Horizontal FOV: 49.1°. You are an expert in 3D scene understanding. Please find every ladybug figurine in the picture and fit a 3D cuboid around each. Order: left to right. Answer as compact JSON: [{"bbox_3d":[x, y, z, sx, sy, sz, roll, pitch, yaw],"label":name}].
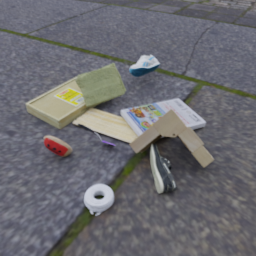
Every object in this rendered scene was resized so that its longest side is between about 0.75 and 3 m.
[{"bbox_3d":[-2.223,0.592,8.744,0.996,0.676,0.358,34,61,-23],"label":"ladybug figurine"}]

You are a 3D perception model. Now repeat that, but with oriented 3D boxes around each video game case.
[{"bbox_3d":[1.252,-0.352,10.208,2.547,0.230,1.824,-13,40,-22],"label":"video game case"}]

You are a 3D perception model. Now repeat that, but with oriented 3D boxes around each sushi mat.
[{"bbox_3d":[-0.619,-0.119,10.152,2.600,0.157,1.244,18,41,21],"label":"sushi mat"}]

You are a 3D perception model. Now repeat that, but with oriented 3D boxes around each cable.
[{"bbox_3d":[-0.789,1.874,7.523,0.803,0.278,0.803,-25,45,-28],"label":"cable"}]

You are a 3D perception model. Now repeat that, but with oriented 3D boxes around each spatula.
[{"bbox_3d":[-1.047,0.239,9.200,1.415,0.400,0.145,34,86,-4],"label":"spatula"}]

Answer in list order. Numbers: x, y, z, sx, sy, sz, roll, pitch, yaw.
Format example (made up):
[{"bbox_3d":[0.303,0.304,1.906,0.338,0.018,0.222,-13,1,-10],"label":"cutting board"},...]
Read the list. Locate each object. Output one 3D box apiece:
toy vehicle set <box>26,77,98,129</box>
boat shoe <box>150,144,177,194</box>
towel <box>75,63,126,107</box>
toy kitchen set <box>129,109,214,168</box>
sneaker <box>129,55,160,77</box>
[{"bbox_3d":[-2.290,-1.157,11.282,1.858,0.396,2.991,25,45,29],"label":"toy vehicle set"},{"bbox_3d":[0.972,1.158,8.196,0.555,0.589,1.641,-7,46,-8],"label":"boat shoe"},{"bbox_3d":[-1.032,-1.640,10.839,1.792,1.330,0.327,-25,7,-22],"label":"towel"},{"bbox_3d":[1.412,0.665,8.839,1.892,1.707,1.544,51,10,9],"label":"toy kitchen set"},{"bbox_3d":[0.632,-2.789,12.530,1.716,0.657,0.693,-25,74,-40],"label":"sneaker"}]
